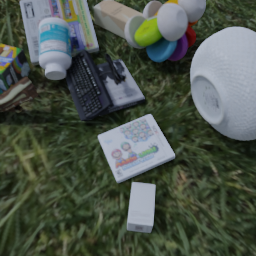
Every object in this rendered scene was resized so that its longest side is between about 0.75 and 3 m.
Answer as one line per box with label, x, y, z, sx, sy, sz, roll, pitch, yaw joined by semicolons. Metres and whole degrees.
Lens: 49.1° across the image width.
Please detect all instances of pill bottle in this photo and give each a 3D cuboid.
pill bottle;-2.338;-2.491;8.954;0.998;0.998;1.801;-4;75;-3

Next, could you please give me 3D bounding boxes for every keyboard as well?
keyboard;-1.054;-1.547;8.588;1.750;0.284;2.754;-31;54;5

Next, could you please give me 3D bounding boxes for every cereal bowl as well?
cereal bowl;2.439;-0.933;7.025;1.192;2.863;2.863;-23;57;-11

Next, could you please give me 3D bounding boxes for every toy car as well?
toy car;1.356;-3.220;9.313;2.259;1.936;2.581;5;45;49

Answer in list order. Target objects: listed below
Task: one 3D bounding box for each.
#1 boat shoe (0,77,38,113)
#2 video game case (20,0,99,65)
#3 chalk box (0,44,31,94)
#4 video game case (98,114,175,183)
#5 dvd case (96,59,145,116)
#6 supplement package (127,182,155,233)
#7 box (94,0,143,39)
boat shoe;-3.312;-0.665;7.863;1.858;0.687;0.686;-26;25;25
video game case;-2.455;-3.626;9.930;2.332;0.283;2.562;-14;75;-4
chalk box;-3.971;-1.702;8.718;0.982;0.989;1.584;16;55;11
video game case;0.189;0.498;7.493;1.637;0.194;1.490;-23;58;-7
dvd case;-0.540;-1.351;8.923;1.484;0.244;1.975;-18;56;-13
supplement package;0.307;1.821;6.433;0.565;0.563;0.963;5;55;3
box;-0.321;-4.095;10.597;1.875;0.729;0.890;32;60;20
